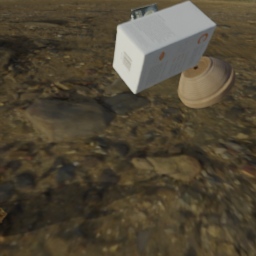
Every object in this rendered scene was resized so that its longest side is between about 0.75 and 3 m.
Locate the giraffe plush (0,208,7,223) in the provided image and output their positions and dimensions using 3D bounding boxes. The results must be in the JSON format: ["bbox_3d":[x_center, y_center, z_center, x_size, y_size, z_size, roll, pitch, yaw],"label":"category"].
[{"bbox_3d":[-3.642,2.045,6.621,1.310,1.616,1.394,30,22,-11],"label":"giraffe plush"}]

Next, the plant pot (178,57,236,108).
[{"bbox_3d":[2.386,-1.659,9.127,1.938,0.895,1.938,-27,40,25],"label":"plant pot"}]

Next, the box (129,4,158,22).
[{"bbox_3d":[0.725,-3.008,10.036,0.907,2.106,1.725,-15,3,-3],"label":"box"}]

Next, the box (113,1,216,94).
[{"bbox_3d":[0.770,-1.824,6.323,1.984,1.234,0.967,-27,67,-23],"label":"box"}]
